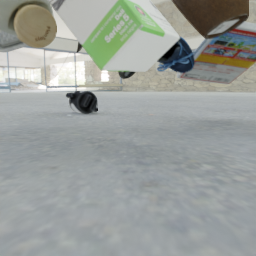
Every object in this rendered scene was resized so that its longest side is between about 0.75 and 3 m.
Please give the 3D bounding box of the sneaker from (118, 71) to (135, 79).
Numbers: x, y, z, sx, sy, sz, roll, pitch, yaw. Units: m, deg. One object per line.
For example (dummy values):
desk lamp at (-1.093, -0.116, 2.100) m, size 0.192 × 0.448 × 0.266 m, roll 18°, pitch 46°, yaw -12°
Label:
sneaker at (-0.093, -3.174, 10.156) m, size 1.477 × 2.557 × 0.959 m, roll 29°, pitch 15°, yaw 25°

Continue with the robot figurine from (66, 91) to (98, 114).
robot figurine at (-1.953, -1.102, 12.051) m, size 0.996 × 1.199 × 1.596 m, roll -29°, pitch 22°, yaw -28°

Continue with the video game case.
video game case at (2.907, -2.113, 8.340) m, size 1.966 × 0.240 × 2.750 m, roll 5°, pitch -19°, yaw -14°

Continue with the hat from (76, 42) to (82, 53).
hat at (-0.718, -2.647, 7.157) m, size 0.717 × 1.778 × 1.778 m, roll 19°, pitch 3°, yaw -18°

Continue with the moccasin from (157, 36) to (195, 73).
moccasin at (0.904, -1.996, 7.261) m, size 1.024 × 0.868 × 2.546 m, roll -31°, pitch -38°, yaw 34°

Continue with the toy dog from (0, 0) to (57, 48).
toy dog at (-2.298, -2.505, 4.758) m, size 1.881 × 1.373 × 2.851 m, roll 32°, pitch 6°, yaw 34°

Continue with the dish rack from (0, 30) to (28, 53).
dish rack at (-3.093, -2.880, 7.045) m, size 1.739 × 0.441 × 2.026 m, roll -16°, pitch -29°, yaw 5°

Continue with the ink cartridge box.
ink cartridge box at (-0.371, -2.006, 4.501) m, size 0.910 × 2.167 × 1.577 m, roll -41°, pitch -10°, yaw 28°

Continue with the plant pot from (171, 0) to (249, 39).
plant pot at (1.728, -3.121, 6.107) m, size 1.957 × 2.094 × 1.957 m, roll -20°, pitch -4°, yaw -1°
